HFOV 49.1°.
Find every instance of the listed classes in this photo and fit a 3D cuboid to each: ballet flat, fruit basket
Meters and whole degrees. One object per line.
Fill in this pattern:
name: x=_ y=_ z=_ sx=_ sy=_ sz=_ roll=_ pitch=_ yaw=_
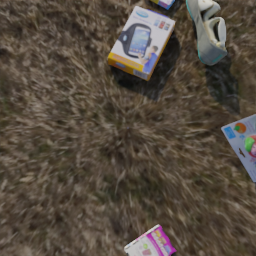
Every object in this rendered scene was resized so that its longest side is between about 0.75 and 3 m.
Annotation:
ballet flat: x=2.236 y=-2.945 z=7.696 sx=0.852 sy=0.805 sz=2.529 roll=7 pitch=68 yaw=-33
fruit basket: x=3.241 y=0.421 z=6.346 sx=0.839 sy=1.789 sz=1.657 roll=-36 pitch=95 yaw=-48

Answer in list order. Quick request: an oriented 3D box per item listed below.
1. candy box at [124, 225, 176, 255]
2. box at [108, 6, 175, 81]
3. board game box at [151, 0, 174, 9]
candy box: x=0.505 y=2.831 z=6.537 sx=0.997 sy=0.304 sz=0.680 roll=-31 pitch=77 yaw=-8
box: x=0.437 y=-2.506 z=7.915 sx=1.248 sy=0.435 sz=2.096 roll=24 pitch=78 yaw=6
board game box: x=0.995 y=-4.098 z=8.455 sx=0.942 sy=0.190 sz=0.720 roll=32 pitch=77 yaw=8
